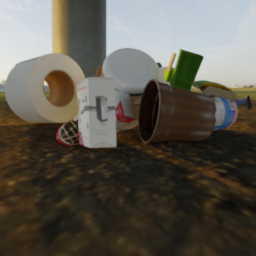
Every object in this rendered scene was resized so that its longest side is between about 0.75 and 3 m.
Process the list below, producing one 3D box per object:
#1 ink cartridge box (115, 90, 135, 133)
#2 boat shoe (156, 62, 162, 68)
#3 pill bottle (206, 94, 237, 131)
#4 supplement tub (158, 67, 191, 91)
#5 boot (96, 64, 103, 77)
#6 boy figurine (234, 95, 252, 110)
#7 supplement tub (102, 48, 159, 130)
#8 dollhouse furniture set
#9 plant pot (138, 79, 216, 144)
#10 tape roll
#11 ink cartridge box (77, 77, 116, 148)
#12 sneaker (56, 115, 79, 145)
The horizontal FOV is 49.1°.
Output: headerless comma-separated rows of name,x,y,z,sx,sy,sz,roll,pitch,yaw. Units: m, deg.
ink cartridge box,-0.449,-0.377,8.118,0.524,0.904,1.224,14,-39,-45
boat shoe,1.388,-1.967,12.227,0.793,0.684,2.183,6,-27,17
pill bottle,2.543,-0.512,9.663,2.340,1.313,1.313,-4,8,-35
supplement tub,1.398,-1.187,11.043,1.618,1.618,2.232,-1,-20,-8
boot,-1.188,-1.457,12.125,1.000,2.846,2.081,-25,29,-24
boy figurine,4.582,-0.980,13.077,2.096,0.675,1.303,-14,10,30
supplement tub,-0.060,-1.219,9.543,1.808,1.808,2.503,-2,-33,-12
dollhouse furniture set,2.362,-1.685,8.788,2.150,1.079,1.409,14,19,-7
plant pot,1.343,-0.350,7.744,1.724,1.742,1.742,7,5,-15
tape roll,-3.416,-1.600,11.820,1.944,2.831,2.831,1,6,43
ink cartridge box,-0.780,-0.355,6.767,0.675,1.593,1.160,0,1,-23
sneaker,-1.647,0.162,7.810,0.734,0.666,1.729,-27,9,13
